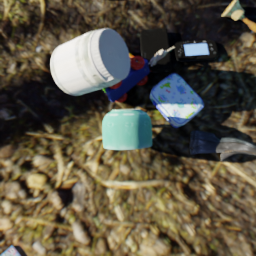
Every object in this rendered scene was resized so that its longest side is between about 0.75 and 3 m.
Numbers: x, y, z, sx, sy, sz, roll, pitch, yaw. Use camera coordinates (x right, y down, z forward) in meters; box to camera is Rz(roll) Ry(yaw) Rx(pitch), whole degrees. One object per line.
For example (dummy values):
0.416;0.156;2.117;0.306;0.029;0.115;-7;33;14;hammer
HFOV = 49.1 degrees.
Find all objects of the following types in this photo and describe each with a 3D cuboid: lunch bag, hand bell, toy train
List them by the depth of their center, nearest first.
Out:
1.658;-0.946;9.899;1.359;0.697;1.690;-39;80;-9;lunch bag
0.030;-2.410;10.078;2.916;1.234;1.687;-41;67;-8;toy train
4.483;-4.131;10.742;1.597;0.831;0.831;37;80;-6;hand bell

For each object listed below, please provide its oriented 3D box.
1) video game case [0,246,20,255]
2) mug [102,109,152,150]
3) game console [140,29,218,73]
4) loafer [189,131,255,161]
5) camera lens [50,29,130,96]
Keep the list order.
-3.641;4.599;8.788;0.988;0.123;1.380;-38;80;-27;video game case
-0.128;-0.004;8.754;1.520;1.849;1.144;-6;96;-37;mug
1.903;-2.971;10.542;2.858;0.345;1.686;-4;77;-1;game console
3.237;0.722;9.519;2.339;0.851;0.845;11;85;12;loafer
-1.205;-1.975;8.655;2.092;1.673;1.673;-10;74;35;camera lens
